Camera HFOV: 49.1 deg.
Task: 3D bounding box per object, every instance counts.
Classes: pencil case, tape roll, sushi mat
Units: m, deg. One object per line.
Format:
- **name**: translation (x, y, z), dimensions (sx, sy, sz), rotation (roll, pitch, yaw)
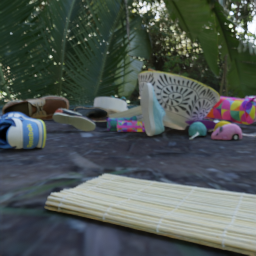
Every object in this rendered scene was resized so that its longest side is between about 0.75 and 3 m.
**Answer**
- **pencil case**: translation (-0.187, -0.143, 8.444), dimensions (0.901, 0.383, 0.416), rotation (-4, 47, -12)
- **tape roll**: translation (-0.726, -0.849, 11.355), dimensions (1.329, 0.465, 1.329), rotation (7, -9, 1)
- **sushi mat**: translation (0.437, 0.633, 2.278), dimensions (2.053, 0.124, 0.982), rotation (3, 5, 27)
- **pencil case**: translation (0.093, -0.052, 8.034), dimensions (0.850, 0.376, 0.376), rotation (-2, 6, 2)
- **pencil case**: translation (3.471, -0.673, 9.755), dimensions (0.938, 0.938, 2.122), rotation (-4, 8, -33)

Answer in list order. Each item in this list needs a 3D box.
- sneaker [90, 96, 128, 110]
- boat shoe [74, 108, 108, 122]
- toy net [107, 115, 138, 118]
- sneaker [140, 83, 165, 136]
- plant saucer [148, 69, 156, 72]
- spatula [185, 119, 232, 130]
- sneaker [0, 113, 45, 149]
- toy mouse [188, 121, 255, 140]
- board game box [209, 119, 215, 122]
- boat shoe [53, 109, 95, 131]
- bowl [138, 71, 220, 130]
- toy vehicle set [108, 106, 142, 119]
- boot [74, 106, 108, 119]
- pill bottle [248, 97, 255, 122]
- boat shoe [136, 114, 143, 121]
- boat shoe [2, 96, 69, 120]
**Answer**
- **sneaker**: translation (-1.219, -1.473, 18.113), dimensions (2.610, 1.190, 1.012), rotation (0, 5, 9)
- **boat shoe**: translation (-1.551, -0.544, 11.995), dimensions (1.715, 0.537, 0.611), rotation (4, 3, 17)
- **toy net**: translation (0.157, -0.800, 14.608), dimensions (2.810, 0.543, 1.474), rotation (-2, 6, -20)
- **sneaker**: translation (0.653, -0.472, 7.035), dimensions (0.532, 1.298, 0.480), rotation (-7, 7, -25)
- **plant saucer**: translation (1.759, -1.464, 9.850), dimensions (2.390, 0.386, 2.390), rotation (23, 12, -5)
- **spatula**: translation (2.679, -0.115, 8.552), dimensions (0.795, 0.289, 2.814), rotation (-3, 0, 37)
- **sneaker**: translation (-2.349, 0.046, 5.561), dimensions (0.740, 0.665, 1.799), rotation (-8, 9, -44)
- **toy mouse**: translation (2.103, 0.053, 6.884), dimensions (1.643, 0.358, 1.849), rotation (-3, 7, -30)
- **board game box**: translation (3.597, -0.332, 10.869), dimensions (0.938, 0.290, 0.939), rotation (-4, 11, 22)
- **boat shoe**: translation (-1.557, -0.263, 8.277), dimensions (1.288, 0.458, 0.403), rotation (14, 33, 2)
- **bowl**: translation (1.319, -0.647, 8.292), dimensions (2.495, 1.171, 2.495), rotation (17, -3, 1)
- **toy vehicle set**: translation (0.337, -0.616, 10.320), dimensions (2.169, 0.288, 1.348), rotation (-18, 2, -4)
- **boot**: translation (-1.285, -0.416, 9.692), dimensions (1.189, 0.461, 0.823), rotation (1, 20, -8)
- **pill bottle**: translation (5.352, -0.648, 9.984), dimensions (1.988, 1.152, 1.152), rotation (4, 7, 36)
- **boat shoe**: translation (0.543, -0.282, 9.909), dimensions (1.306, 0.427, 0.481), rotation (-17, 3, -10)
- **boat shoe**: translation (-4.134, -0.798, 12.541), dimensions (2.939, 1.113, 1.055), rotation (-10, 10, -6)
